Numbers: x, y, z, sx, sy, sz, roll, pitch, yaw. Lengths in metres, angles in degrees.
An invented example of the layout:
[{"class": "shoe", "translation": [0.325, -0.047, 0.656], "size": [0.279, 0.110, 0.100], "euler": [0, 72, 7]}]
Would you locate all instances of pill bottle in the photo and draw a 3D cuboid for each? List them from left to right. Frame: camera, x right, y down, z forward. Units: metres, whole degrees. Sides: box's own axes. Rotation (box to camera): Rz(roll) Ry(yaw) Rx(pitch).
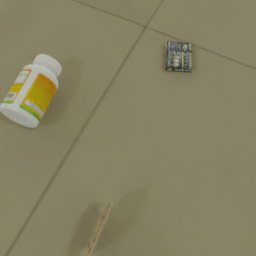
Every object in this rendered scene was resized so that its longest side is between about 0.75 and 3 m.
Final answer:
[{"class": "pill bottle", "translation": [-3.325, -1.354, 9.930], "size": [1.347, 1.347, 2.426], "euler": [18, 67, 8]}]

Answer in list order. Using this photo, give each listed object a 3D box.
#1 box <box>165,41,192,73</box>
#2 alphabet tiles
[{"class": "box", "translation": [2.025, -2.835, 11.137], "size": [1.024, 0.312, 1.270], "euler": [3, 67, 3]}, {"class": "alphabet tiles", "translation": [-0.875, 2.940, 7.876], "size": [0.056, 1.473, 1.770], "euler": [27, 73, -2]}]
